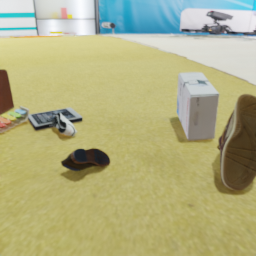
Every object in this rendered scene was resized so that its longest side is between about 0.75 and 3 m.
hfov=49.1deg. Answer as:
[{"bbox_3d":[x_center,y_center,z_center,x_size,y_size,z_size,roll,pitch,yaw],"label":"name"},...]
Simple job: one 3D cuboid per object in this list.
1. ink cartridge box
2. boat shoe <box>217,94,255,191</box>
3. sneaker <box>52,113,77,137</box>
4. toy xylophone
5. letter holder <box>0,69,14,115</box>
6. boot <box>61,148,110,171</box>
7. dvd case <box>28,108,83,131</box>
[{"bbox_3d":[2.327,-0.811,9.740,0.956,1.631,2.227,-3,28,-1],"label":"ink cartridge box"},{"bbox_3d":[2.854,0.412,7.310,0.966,0.964,2.678,17,64,0],"label":"boat shoe"},{"bbox_3d":[-2.228,-0.077,9.729,0.544,0.501,1.359,30,10,-40],"label":"sneaker"},{"bbox_3d":[-4.451,-0.310,10.217,1.143,0.392,1.561,12,34,28],"label":"toy xylophone"},{"bbox_3d":[-5.804,-1.265,10.822,1.270,1.794,2.525,5,24,11],"label":"letter holder"},{"bbox_3d":[-1.121,0.862,7.468,0.658,0.507,1.357,-26,-28,32],"label":"boot"},{"bbox_3d":[-2.825,-0.372,10.745,1.777,0.220,1.335,-12,26,-28],"label":"dvd case"}]
